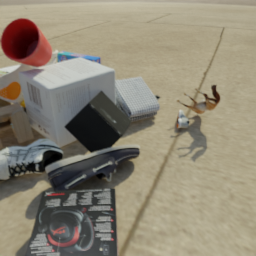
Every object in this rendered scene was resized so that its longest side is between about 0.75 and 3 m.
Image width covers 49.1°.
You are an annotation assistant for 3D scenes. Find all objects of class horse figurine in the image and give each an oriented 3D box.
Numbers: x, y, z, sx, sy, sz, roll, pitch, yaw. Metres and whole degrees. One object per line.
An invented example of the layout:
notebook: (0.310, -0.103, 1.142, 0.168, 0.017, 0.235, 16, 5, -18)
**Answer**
horse figurine: (2.802, -0.977, 10.614, 1.297, 1.958, 0.489, 31, 65, -18)

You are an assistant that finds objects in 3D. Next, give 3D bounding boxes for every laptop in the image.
laptop: (-0.929, -0.128, 9.265, 1.527, 0.945, 1.631, 46, 34, -9)

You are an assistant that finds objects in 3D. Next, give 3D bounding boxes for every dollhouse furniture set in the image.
dollhouse furniture set: (-5.180, -0.493, 9.410, 2.997, 1.950, 2.753, -21, 31, -27)

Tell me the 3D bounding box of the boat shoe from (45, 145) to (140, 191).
boat shoe: (-0.860, 1.192, 8.173, 2.931, 1.065, 0.919, -12, 75, -29)

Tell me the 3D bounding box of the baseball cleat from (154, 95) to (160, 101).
baseball cleat: (0.910, -1.261, 12.324, 1.079, 0.376, 0.575, -16, -8, -26)

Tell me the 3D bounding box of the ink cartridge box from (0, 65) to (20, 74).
ink cartridge box: (-5.338, -2.462, 13.727, 1.655, 0.848, 2.240, 11, 23, 18)

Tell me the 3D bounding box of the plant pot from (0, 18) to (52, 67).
plant pot: (-3.310, -2.746, 9.483, 1.442, 1.442, 1.276, 7, -4, 12)

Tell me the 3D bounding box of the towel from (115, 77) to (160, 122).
towel: (0.187, -1.130, 11.356, 1.538, 0.795, 1.857, -15, 60, -31)

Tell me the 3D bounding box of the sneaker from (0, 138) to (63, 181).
sneaker: (-2.961, 0.992, 8.209, 2.266, 0.857, 0.993, -27, 41, -37)

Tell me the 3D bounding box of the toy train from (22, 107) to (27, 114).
toy train: (-4.076, -0.346, 11.001, 0.465, 0.346, 2.029, -26, 33, 0)

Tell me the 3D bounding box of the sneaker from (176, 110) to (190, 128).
sneaker: (2.164, -0.309, 10.952, 0.480, 0.395, 1.044, 11, 39, 4)

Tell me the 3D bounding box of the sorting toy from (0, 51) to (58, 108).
sorting toy: (-3.655, -2.117, 11.254, 1.403, 2.363, 2.625, 30, 16, 11)

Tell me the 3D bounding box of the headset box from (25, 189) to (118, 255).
headset box: (-1.074, 2.390, 5.793, 1.737, 0.877, 2.337, -2, 31, -4)

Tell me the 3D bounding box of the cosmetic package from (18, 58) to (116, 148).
cosmetic package: (-2.123, -1.070, 10.333, 2.669, 2.220, 2.234, -25, 38, -35)

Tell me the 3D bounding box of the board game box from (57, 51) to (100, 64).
board game box: (-2.370, -2.683, 13.594, 2.263, 1.721, 0.509, 15, 33, 25)
